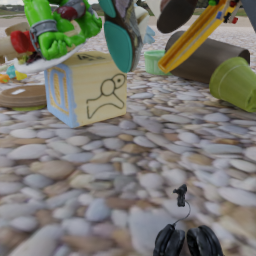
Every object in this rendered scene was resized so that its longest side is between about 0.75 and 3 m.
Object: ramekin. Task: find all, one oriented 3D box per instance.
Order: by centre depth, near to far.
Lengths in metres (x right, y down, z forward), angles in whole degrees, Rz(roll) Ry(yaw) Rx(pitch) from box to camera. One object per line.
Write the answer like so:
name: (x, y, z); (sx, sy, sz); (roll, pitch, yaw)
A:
ramekin: (1.615, -3.016, 12.894); (1.789, 0.874, 1.789); (0, 24, 0)

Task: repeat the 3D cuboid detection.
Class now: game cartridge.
game cartridge: (1.959, -2.586, 7.593); (0.408, 2.217, 2.515); (45, 32, 0)

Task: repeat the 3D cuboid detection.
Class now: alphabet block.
alphabet block: (-1.170, -1.140, 7.661); (1.686, 1.647, 1.656); (-16, 32, -34)

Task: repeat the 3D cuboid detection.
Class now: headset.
headset: (0.697, 1.319, 3.329); (0.800, 0.609, 1.296); (2, 35, 3)

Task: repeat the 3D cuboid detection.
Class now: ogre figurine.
ogre figurine: (-1.110, -2.062, 4.731); (1.123, 1.372, 2.288); (-7, 29, 40)

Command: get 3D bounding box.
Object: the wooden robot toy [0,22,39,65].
wooden robot toy: (-2.440, -1.789, 4.898); (1.305, 1.344, 2.962); (-19, 18, 7)

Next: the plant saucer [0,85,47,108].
plant saucer: (-3.147, -1.076, 9.071); (2.103, 0.310, 2.103); (-1, 21, 0)

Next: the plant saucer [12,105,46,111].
plant saucer: (-3.057, -0.762, 8.649); (1.018, 0.158, 1.018); (0, 23, 0)

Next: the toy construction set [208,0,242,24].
toy construction set: (1.888, -2.164, 4.471); (0.991, 0.762, 0.827); (23, -6, 31)

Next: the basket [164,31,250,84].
basket: (3.106, -2.567, 10.835); (2.633, 1.791, 2.374); (28, 8, 37)

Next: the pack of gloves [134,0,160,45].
pack of gloves: (0.150, -4.034, 8.855); (0.533, 2.703, 2.271); (-29, -10, -22)

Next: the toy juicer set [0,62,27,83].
toy juicer set: (-4.967, -2.263, 11.771); (1.221, 0.522, 1.919); (-24, 35, -13)

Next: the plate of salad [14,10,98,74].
plate of salad: (-1.917, -2.335, 7.035); (2.478, 0.595, 2.478); (-15, 49, 18)

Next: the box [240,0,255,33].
box: (2.593, -1.289, 2.713); (2.362, 1.753, 1.265); (-25, 0, 23)

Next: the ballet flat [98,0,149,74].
ballet flat: (-0.044, -2.093, 5.071); (0.962, 2.675, 0.962); (-6, 59, 10)

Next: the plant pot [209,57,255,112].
plant pot: (3.427, -1.172, 8.373); (1.440, 1.440, 1.368); (-8, 38, -19)

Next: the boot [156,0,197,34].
boot: (0.990, -2.841, 6.556); (1.653, 0.570, 1.774); (-48, 22, 1)
